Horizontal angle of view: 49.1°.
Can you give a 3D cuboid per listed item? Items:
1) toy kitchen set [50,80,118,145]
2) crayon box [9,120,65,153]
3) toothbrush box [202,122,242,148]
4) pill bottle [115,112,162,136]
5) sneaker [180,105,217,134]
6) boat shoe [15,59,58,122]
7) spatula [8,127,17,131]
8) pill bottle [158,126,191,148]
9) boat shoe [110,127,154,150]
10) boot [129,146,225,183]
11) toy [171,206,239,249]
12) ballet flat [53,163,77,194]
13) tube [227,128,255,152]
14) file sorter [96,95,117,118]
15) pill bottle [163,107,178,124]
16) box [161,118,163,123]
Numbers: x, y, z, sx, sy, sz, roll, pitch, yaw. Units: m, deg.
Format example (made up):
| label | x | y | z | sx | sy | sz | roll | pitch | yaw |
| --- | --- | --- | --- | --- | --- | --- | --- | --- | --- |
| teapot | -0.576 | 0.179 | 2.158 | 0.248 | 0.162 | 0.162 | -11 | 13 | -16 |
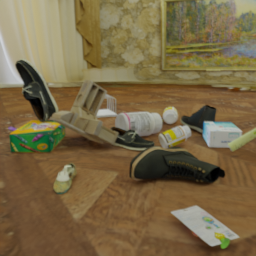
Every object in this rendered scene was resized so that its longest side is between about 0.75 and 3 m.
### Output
| label | x | y | z | sx | sy | sz | roll | pitch | yaw |
| --- | --- | --- | --- | --- | --- | --- | --- | --- | --- |
| toy kitchen set | -1.732 | -0.956 | 11.865 | 2.233 | 2.470 | 2.737 | 30 | -11 | -37 |
| crayon box | -3.768 | 0.301 | 12.021 | 1.578 | 0.774 | 2.658 | 0 | 14 | 0 |
| toothbrush box | 4.048 | 0.272 | 12.247 | 1.288 | 0.750 | 1.759 | 1 | 15 | 6 |
| pill bottle | 0.515 | -0.160 | 13.112 | 2.014 | 1.142 | 1.142 | -4 | 14 | -31 |
| sneaker | 3.657 | -0.593 | 14.331 | 0.937 | 1.331 | 2.507 | 4 | 13 | -25 |
| boat shoe | -4.198 | -1.662 | 12.467 | 1.049 | 2.920 | 0.987 | -12 | 20 | 42 |
| spatula | -5.648 | 0.081 | 14.396 | 1.142 | 0.117 | 0.323 | 5 | 16 | 18 |
| pill bottle | 1.916 | 0.348 | 11.417 | 1.236 | 0.675 | 0.675 | -22 | 18 | -11 |
| boat shoe | 0.114 | 0.453 | 11.572 | 2.197 | 0.743 | 0.789 | 13 | 18 | 36 |
| boot | 1.459 | 1.194 | 8.188 | 2.520 | 0.976 | 1.743 | -12 | 23 | -38 |
| toy | 1.527 | 2.066 | 5.756 | 0.727 | 0.298 | 1.262 | -4 | 13 | -27 |
| ballet flat | -1.829 | 1.406 | 8.140 | 0.500 | 0.500 | 1.416 | 1 | 14 | 5 |
| tube | 3.464 | 0.320 | 8.257 | 1.056 | 0.274 | 0.306 | -34 | -1 | 12 |
| file sorter | -1.715 | -1.505 | 18.556 | 1.415 | 1.269 | 2.039 | -5 | 15 | -19 |
| pill bottle | 2.429 | -0.705 | 16.125 | 0.833 | 0.833 | 1.525 | 2 | 13 | 9 |
| box | 1.093 | -0.358 | 15.826 | 0.930 | 0.293 | 1.690 | 13 | 18 | 42 |
